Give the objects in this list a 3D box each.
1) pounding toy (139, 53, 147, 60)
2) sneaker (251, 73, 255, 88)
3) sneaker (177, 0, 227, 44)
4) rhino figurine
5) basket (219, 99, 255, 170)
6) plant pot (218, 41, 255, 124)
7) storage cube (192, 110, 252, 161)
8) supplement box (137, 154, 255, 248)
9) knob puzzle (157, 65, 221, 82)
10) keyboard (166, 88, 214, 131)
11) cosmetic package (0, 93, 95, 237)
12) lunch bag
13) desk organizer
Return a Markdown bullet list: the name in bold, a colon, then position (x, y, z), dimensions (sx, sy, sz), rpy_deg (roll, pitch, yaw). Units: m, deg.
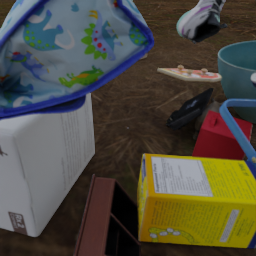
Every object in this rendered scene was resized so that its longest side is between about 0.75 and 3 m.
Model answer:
- **pounding toy**: position (-0.155, -4.239, 14.146), dimensions (2.321, 1.062, 2.039), rpy_deg (28, 41, 37)
- **sneaker**: position (3.131, -0.923, 6.173), dimensions (0.583, 0.321, 0.796), rpy_deg (29, 3, -46)
- **sneaker**: position (2.878, -3.815, 9.313), dimensions (0.943, 2.426, 1.697), rpy_deg (24, 25, -35)
- **rhino figurine**: position (2.342, -0.302, 7.905), dimensions (0.562, 0.822, 1.879), rpy_deg (18, 36, 25)
- **basket**: position (3.159, 0.404, 5.545), dimensions (2.176, 1.717, 2.468), rpy_deg (-4, 60, -20)
- **plant pot**: position (4.079, -1.247, 8.286), dimensions (2.875, 1.936, 2.875), rpy_deg (-4, 32, 2)
- **storage cube**: position (2.167, 0.364, 6.546), dimensions (1.047, 1.165, 0.996), rpy_deg (19, 35, 17)
- **supplement box**: position (1.215, 1.263, 4.920), dimensions (2.025, 1.109, 1.102), rpy_deg (5, 31, -2)
- **knob puzzle**: position (1.688, -1.399, 7.021), dimensions (1.601, 0.222, 1.601), rpy_deg (5, 19, -2)
- **keyboard**: position (1.793, -0.509, 8.230), dimensions (1.436, 0.307, 2.391), rpy_deg (-29, 6, 29)
- **cosmetic package**: position (-2.220, 0.225, 5.691), dimensions (2.204, 2.202, 2.671), rpy_deg (9, 31, 14)
- **lunch bag**: position (-0.745, -0.922, 2.860), dimensions (1.696, 1.080, 1.442), rpy_deg (-31, 37, 11)
- **desk organizer**: position (-0.265, 1.871, 4.310), dimensions (0.937, 0.873, 2.433), rpy_deg (4, 32, 1)
